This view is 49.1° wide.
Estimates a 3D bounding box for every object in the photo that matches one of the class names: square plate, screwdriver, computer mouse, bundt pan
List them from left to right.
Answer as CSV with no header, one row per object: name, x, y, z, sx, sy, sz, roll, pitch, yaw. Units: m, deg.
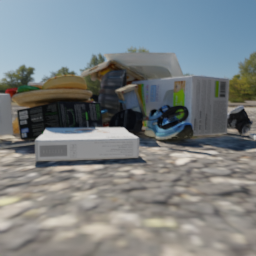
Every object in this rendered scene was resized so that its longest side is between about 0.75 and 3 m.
screwdriver,-1.680,0.318,6.217,2.389,0.333,0.348,-10,39,-26
bundt pan,-0.552,-0.983,9.489,0.784,2.089,2.089,7,6,2
computer mouse,0.443,-0.160,6.708,2.214,0.649,0.377,-6,-22,36
square plate,0.715,-2.061,10.541,2.602,0.370,2.577,5,-12,22

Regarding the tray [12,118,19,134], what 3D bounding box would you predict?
tray,-2.482,-0.159,8.889,2.061,0.382,1.017,-5,-11,-36

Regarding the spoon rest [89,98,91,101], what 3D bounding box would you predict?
spoon rest,-1.560,-0.563,10.085,0.386,1.273,0.632,15,-19,-29

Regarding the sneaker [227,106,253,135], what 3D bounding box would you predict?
sneaker,3.168,-0.045,8.369,0.491,0.741,1.302,-21,-22,-25

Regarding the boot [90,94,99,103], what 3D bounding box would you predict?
boot,-1.366,-1.498,14.340,1.454,0.477,1.198,9,8,34

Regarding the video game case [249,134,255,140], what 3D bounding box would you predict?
video game case,3.709,0.255,7.270,0.880,0.111,0.965,1,4,13

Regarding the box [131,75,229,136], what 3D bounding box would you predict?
box,1.490,-0.703,8.914,1.505,1.671,2.970,-2,6,-32

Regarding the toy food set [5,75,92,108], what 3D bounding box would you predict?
toy food set,-2.101,-0.932,7.694,2.205,0.542,2.227,-6,-1,5

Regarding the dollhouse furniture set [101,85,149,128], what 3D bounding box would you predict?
dollhouse furniture set,-0.337,-0.496,7.955,1.455,1.026,1.020,-22,11,-8

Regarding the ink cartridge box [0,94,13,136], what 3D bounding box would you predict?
ink cartridge box,-4.405,-0.218,6.553,1.941,1.126,2.630,0,4,34

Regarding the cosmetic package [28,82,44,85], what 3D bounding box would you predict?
cosmetic package,-2.965,-0.842,10.502,1.383,1.392,1.663,-2,-5,-15

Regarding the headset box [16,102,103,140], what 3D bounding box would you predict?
headset box,-1.703,-0.201,7.381,1.498,0.798,1.720,-6,1,30

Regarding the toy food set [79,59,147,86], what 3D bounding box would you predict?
toy food set,-0.466,-1.673,10.358,2.201,0.665,1.580,21,-21,-40

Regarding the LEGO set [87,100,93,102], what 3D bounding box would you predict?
LEGO set,-1.575,-0.624,9.101,1.237,0.461,0.569,-5,-27,-8

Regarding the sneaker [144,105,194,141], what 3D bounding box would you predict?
sneaker,0.971,-0.152,7.327,0.779,0.894,1.988,-2,6,-23

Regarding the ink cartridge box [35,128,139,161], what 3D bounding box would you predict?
ink cartridge box,-0.796,0.273,5.462,1.756,0.393,1.547,-1,7,-10
